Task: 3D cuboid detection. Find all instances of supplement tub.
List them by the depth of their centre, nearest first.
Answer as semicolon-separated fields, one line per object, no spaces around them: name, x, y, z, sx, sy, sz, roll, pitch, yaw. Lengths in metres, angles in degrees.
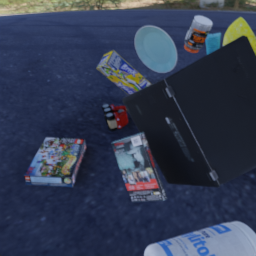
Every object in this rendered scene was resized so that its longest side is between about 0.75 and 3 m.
supplement tub;1.611;2.993;5.978;2.267;1.496;1.496;-10;32;-16
supplement tub;2.538;-3.425;10.326;0.726;1.185;0.726;8;45;-8

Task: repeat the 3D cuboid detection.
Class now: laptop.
laptop;1.801;-0.173;6.970;1.734;2.802;2.992;-33;9;-30

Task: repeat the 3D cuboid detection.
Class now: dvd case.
dvd case;0.230;1.012;6.862;0.179;1.627;1.188;-21;0;-42

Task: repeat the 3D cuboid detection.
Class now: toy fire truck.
toy fire truck;-0.240;-0.528;12.686;1.599;1.029;1.407;-16;32;-7

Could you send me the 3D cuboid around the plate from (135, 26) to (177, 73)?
plate;1.184;-3.281;11.674;2.124;2.124;0.271;23;55;34

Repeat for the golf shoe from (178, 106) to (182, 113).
golf shoe;1.077;-0.530;8.036;2.219;1.022;0.806;3;64;21

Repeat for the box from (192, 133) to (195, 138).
box;2.317;0.583;10.557;1.173;0.963;0.973;-17;37;-27

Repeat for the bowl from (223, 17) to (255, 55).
bowl;4.650;-3.207;11.792;1.299;2.413;2.413;-27;24;20

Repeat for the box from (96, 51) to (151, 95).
box;-0.114;-2.058;11.360;0.791;2.256;0.725;-5;54;55

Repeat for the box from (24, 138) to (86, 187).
box;-2.531;1.166;10.116;1.585;0.437;2.321;1;30;3

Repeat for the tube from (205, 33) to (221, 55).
tube;4.016;-3.494;13.242;0.711;1.837;0.463;-6;21;4
